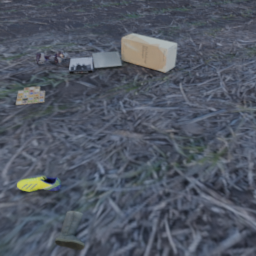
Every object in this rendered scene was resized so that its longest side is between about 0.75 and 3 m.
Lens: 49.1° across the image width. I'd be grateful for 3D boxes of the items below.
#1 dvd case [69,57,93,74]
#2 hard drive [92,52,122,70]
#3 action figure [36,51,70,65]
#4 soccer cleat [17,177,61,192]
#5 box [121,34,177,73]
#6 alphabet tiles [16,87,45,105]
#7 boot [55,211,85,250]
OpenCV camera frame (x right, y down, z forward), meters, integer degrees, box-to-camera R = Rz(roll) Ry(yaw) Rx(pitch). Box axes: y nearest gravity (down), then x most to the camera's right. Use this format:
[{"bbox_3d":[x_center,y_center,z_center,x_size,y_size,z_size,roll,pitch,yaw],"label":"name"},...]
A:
[{"bbox_3d":[-2.560,-3.425,15.348,1.260,0.207,1.676,-4,37,-4],"label":"dvd case"},{"bbox_3d":[-1.167,-3.691,15.361,1.487,0.244,1.037,-7,62,-10],"label":"hard drive"},{"bbox_3d":[-4.161,-3.902,15.558,1.830,0.635,1.190,-10,18,-17],"label":"action figure"},{"bbox_3d":[-2.661,1.620,8.358,1.314,0.550,0.425,2,37,2],"label":"soccer cleat"},{"bbox_3d":[1.113,-4.131,15.316,2.889,1.372,1.123,22,39,28],"label":"box"},{"bbox_3d":[-4.482,-1.518,12.944,1.214,0.055,1.452,-7,38,-9],"label":"alphabet tiles"},{"bbox_3d":[-1.373,2.635,7.260,0.844,0.337,0.928,11,32,11],"label":"boot"}]
